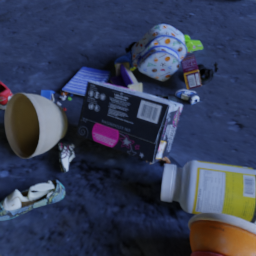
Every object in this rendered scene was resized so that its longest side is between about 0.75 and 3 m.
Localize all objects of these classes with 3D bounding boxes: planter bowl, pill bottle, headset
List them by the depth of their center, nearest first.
[{"bbox_3d":[2.321,1.729,7.906,2.667,1.494,1.494,7,44,12],"label":"pill bottle"},{"bbox_3d":[-3.061,-0.145,9.706,2.168,2.168,1.459,34,27,30],"label":"planter bowl"},{"bbox_3d":[3.626,-2.524,13.210,1.699,0.798,1.049,-40,50,-16],"label":"headset"}]

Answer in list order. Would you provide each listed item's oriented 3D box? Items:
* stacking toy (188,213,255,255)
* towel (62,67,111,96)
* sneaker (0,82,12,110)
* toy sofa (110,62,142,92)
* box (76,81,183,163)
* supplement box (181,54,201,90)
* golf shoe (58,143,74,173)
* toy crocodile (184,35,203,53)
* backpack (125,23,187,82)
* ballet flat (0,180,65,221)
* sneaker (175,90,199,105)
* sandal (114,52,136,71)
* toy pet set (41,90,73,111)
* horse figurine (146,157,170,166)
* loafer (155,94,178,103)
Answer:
[{"bbox_3d":[1.947,3.465,6.014,2.048,2.048,2.803,18,57,18],"label":"stacking toy"},{"bbox_3d":[-1.819,-2.151,12.766,1.586,0.261,2.191,13,40,11],"label":"towel"},{"bbox_3d":[-5.622,-1.727,11.913,2.413,1.025,0.929,30,51,27],"label":"sneaker"},{"bbox_3d":[-0.135,-2.051,12.401,0.970,0.823,1.988,-12,45,-12],"label":"toy sofa"},{"bbox_3d":[0.062,-0.297,9.094,2.829,1.869,1.623,19,12,22],"label":"box"},{"bbox_3d":[2.774,-2.511,12.443,0.646,0.832,1.507,-12,42,14],"label":"supplement box"},{"bbox_3d":[-2.078,0.972,9.503,0.555,0.487,1.260,-3,44,-13],"label":"golf shoe"},{"bbox_3d":[2.581,-4.344,14.898,2.808,0.867,0.948,-2,44,-9],"label":"toy crocodile"},{"bbox_3d":[1.405,-3.299,12.246,2.325,2.214,1.791,13,47,-32],"label":"backpack"},{"bbox_3d":[-2.957,2.025,8.202,2.144,0.796,0.796,-18,47,-18],"label":"ballet flat"},{"bbox_3d":[2.532,-1.286,11.917,0.950,0.383,0.696,2,39,-6],"label":"sneaker"},{"bbox_3d":[0.352,-3.659,13.853,1.036,1.135,2.607,36,55,27],"label":"sandal"},{"bbox_3d":[-3.031,-1.347,11.809,1.100,0.626,1.178,4,43,5],"label":"toy pet set"},{"bbox_3d":[0.886,0.896,9.685,0.785,0.296,1.185,-13,42,-20],"label":"horse figurine"},{"bbox_3d":[1.553,-1.117,11.140,1.017,0.345,0.357,9,12,-17],"label":"loafer"}]
